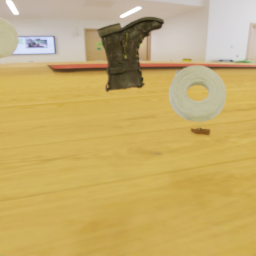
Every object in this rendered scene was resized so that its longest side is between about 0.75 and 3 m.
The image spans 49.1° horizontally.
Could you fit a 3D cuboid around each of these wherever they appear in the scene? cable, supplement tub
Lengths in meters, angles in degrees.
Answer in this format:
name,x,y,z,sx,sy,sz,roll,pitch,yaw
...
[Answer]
name,x,y,z,sx,sy,sz,roll,pitch,yaw
cable,2.207,-1.098,8.913,1.798,1.798,0.623,15,-15,11
supplement tub,-4.583,-2.981,9.556,1.262,1.262,1.735,-13,15,-34

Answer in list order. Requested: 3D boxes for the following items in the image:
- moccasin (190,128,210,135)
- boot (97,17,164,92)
name,x,y,z,sx,sy,sz,roll,pitch,yaw
moccasin,2.926,0.094,11.365,0.777,0.300,0.284,9,20,27
boot,0.164,-1.931,7.511,2.007,1.748,0.695,-17,14,-12
